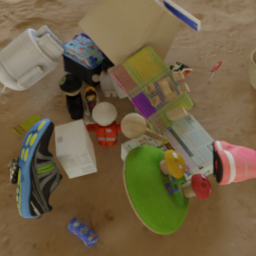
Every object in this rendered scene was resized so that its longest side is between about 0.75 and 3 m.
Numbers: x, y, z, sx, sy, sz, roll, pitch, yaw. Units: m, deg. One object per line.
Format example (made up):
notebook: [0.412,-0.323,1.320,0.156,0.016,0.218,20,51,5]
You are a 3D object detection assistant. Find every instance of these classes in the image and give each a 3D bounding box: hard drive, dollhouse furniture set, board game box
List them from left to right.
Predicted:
dollhouse furniture set: [1.314,-0.889,8.460,1.148,0.813,1.250,-23,79,18]
board game box: [1.375,0.897,8.805,2.643,0.850,1.950,-24,58,-18]
hard drive: [2.094,-4.358,10.835,1.604,1.058,0.203,39,104,8]

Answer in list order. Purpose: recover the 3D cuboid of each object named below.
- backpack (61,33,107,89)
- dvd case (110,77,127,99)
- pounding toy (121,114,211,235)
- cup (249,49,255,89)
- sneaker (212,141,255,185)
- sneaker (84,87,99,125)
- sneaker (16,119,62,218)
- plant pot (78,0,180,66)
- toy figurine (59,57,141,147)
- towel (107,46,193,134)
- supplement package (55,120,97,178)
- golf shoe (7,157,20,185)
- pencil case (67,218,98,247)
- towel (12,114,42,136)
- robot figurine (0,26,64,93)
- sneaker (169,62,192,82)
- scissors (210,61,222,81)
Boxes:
backpack: [-1.345,-2.996,11.520,2.079,1.532,2.277,35,58,25]
dvd case: [-0.266,-1.532,9.577,0.093,0.755,1.059,-30,101,-32]
pounding toy: [1.020,0.956,6.761,1.322,2.199,2.849,-29,58,30]
cup: [5.514,-2.146,11.008,1.744,1.247,1.744,0,52,0]
sneaker: [2.474,0.804,6.390,1.012,2.333,0.860,-1,95,13]
sneaker: [-1.373,-0.781,10.275,0.673,0.710,1.729,-11,53,-4]
sneaker: [-2.338,1.079,7.606,1.106,2.670,0.946,5,3,-34]
plant pot: [0.332,-3.771,10.537,2.695,2.389,2.698,50,25,17]
toy figurine: [-0.703,-1.047,9.694,2.662,1.881,2.704,-36,60,-24]
towel: [0.774,-1.294,9.070,1.887,0.299,2.627,-38,89,-22]
supplement package: [-1.616,0.666,8.679,0.917,1.246,1.192,-15,48,-1]
golf shoe: [-3.612,1.383,8.875,0.436,0.358,0.922,-13,50,17]
pencil case: [-1.256,2.859,7.639,0.925,0.361,0.402,30,42,23]
towel: [-3.667,-0.139,10.174,0.434,0.091,1.009,36,60,24]
robot figurine: [-3.884,-2.577,10.738,2.940,1.660,2.493,-34,48,12]
sneaker: [1.896,-2.079,10.825,0.657,0.725,1.707,32,32,22]
scissors: [3.073,-2.024,9.829,0.097,0.508,1.389,42,33,-5]
